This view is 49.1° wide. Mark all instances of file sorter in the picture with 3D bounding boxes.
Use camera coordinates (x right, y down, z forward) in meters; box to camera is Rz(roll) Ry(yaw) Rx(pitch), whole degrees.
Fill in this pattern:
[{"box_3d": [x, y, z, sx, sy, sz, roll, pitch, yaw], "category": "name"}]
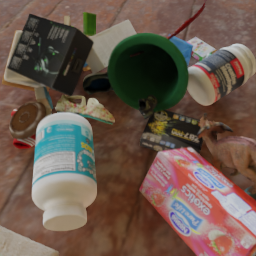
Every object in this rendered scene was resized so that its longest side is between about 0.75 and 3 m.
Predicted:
[{"box_3d": [1.466, -2.285, 9.715, 0.978, 1.409, 0.864, 35, 53, 24], "category": "file sorter"}]

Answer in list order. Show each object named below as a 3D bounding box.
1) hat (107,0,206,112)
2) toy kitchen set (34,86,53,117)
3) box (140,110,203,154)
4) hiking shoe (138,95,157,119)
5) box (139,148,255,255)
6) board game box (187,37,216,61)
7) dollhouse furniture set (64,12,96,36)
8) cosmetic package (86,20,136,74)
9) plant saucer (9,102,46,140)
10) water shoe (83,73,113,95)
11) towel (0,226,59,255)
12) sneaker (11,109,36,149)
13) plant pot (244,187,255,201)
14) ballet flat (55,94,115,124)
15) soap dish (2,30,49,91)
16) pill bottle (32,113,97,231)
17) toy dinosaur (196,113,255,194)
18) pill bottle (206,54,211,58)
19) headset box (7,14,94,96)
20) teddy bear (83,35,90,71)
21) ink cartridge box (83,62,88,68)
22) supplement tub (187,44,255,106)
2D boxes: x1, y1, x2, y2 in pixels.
[{"box_3d": [1.137, -2.162, 8.899, 2.884, 2.389, 2.539, -10, 26, 33], "category": "hat"}, {"box_3d": [-2.070, -0.475, 8.864, 1.308, 0.962, 1.633, -13, 74, -10], "category": "toy kitchen set"}, {"box_3d": [1.372, 0.182, 8.424, 1.724, 0.423, 1.390, 18, 55, 11], "category": "box"}, {"box_3d": [0.548, -0.726, 8.115, 0.376, 0.499, 0.992, -26, 29, 31], "category": "hiking shoe"}, {"box_3d": [1.690, 1.723, 6.265, 1.326, 1.270, 2.661, -1, 35, -45], "category": "box"}, {"box_3d": [2.820, -3.159, 11.209, 0.824, 0.217, 1.077, -32, 59, -22], "category": "board game box"}, {"box_3d": [-1.962, -3.638, 9.868, 1.851, 0.714, 0.925, 16, 19, 38], "category": "dollhouse furniture set"}, {"box_3d": [-0.581, -2.967, 10.097, 1.086, 0.666, 2.631, 57, 44, -11], "category": "cosmetic package"}, {"box_3d": [-2.954, -0.267, 8.106, 1.283, 0.206, 1.283, -13, 55, 20], "category": "plant saucer"}, {"box_3d": [-0.434, -1.558, 9.526, 2.202, 0.787, 0.869, -15, 31, 1], "category": "water shoe"}, {"box_3d": [-2.611, 3.042, 6.327, 1.800, 0.310, 1.193, 16, 55, 12], "category": "towel"}, {"box_3d": [-3.295, 0.050, 8.503, 1.474, 0.577, 0.851, 33, 58, 25], "category": "sneaker"}, {"box_3d": [3.604, 1.694, 6.704, 1.408, 1.379, 1.408, 0, 51, 0], "category": "plant pot"}, {"box_3d": [-1.334, -0.621, 8.520, 2.137, 0.808, 0.683, 12, 89, 24], "category": "ballet flat"}, {"box_3d": [-3.270, -2.216, 9.591, 1.529, 0.789, 1.943, 12, 82, -5], "category": "soap dish"}, {"box_3d": [-1.598, 1.070, 7.094, 1.526, 1.526, 2.755, -6, 53, -5], "category": "pill bottle"}, {"box_3d": [2.603, 0.533, 6.905, 1.089, 1.719, 2.537, -16, 14, -39], "category": "toy dinosaur"}, {"box_3d": [3.324, -2.313, 10.318, 1.019, 0.576, 0.576, 23, 56, 15], "category": "pill bottle"}, {"box_3d": [-2.302, -2.185, 8.478, 2.121, 0.984, 1.846, 23, 91, 25], "category": "headset box"}, {"box_3d": [-2.029, -3.039, 10.731, 1.828, 0.842, 2.521, -34, 60, -25], "category": "teddy bear"}, {"box_3d": [-1.851, -2.636, 9.556, 0.492, 1.162, 0.840, -27, 74, 31], "category": "ink cartridge box"}, {"box_3d": [2.993, -1.758, 9.195, 1.975, 1.386, 1.386, -31, 58, -9], "category": "supplement tub"}]
